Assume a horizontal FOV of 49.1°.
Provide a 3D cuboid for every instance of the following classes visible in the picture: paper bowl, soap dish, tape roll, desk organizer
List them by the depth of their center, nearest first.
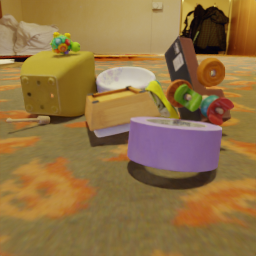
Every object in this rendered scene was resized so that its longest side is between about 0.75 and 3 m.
[{"bbox_3d":[0.865,0.252,5.359,1.724,0.733,1.724,5,8,-1],"label":"tape roll"},{"bbox_3d":[-0.297,-0.523,7.486,1.699,0.877,2.159,-13,15,-9],"label":"soap dish"},{"bbox_3d":[1.838,-1.195,7.615,0.943,2.450,0.878,-3,-19,-22],"label":"desk organizer"},{"bbox_3d":[-0.058,-1.308,9.764,2.010,1.045,2.010,-3,32,2],"label":"paper bowl"}]

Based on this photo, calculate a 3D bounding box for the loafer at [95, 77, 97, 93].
[{"bbox_3d":[-1.409,-1.922,11.247,0.371,1.056,0.358,-30,-2,0],"label":"loafer"}]

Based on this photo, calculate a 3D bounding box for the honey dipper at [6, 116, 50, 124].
[{"bbox_3d":[-2.753,-0.207,7.772,0.240,0.240,1.261,13,12,36],"label":"honey dipper"}]

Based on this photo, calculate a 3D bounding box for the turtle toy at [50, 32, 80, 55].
[{"bbox_3d":[-1.971,-2.586,8.790,0.930,0.678,0.470,-4,45,-23],"label":"turtle toy"}]

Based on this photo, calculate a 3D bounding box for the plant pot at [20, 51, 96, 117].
[{"bbox_3d":[-2.332,-1.321,8.981,1.990,1.977,2.036,5,23,14],"label":"plant pot"}]

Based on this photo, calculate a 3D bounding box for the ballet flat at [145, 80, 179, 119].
[{"bbox_3d":[0.948,-0.696,8.187,0.494,1.473,0.492,-44,25,-22],"label":"ballet flat"}]

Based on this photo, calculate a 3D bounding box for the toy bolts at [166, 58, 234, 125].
[{"bbox_3d":[1.640,-0.817,6.220,1.360,1.299,0.943,34,8,-20],"label":"toy bolts"}]
